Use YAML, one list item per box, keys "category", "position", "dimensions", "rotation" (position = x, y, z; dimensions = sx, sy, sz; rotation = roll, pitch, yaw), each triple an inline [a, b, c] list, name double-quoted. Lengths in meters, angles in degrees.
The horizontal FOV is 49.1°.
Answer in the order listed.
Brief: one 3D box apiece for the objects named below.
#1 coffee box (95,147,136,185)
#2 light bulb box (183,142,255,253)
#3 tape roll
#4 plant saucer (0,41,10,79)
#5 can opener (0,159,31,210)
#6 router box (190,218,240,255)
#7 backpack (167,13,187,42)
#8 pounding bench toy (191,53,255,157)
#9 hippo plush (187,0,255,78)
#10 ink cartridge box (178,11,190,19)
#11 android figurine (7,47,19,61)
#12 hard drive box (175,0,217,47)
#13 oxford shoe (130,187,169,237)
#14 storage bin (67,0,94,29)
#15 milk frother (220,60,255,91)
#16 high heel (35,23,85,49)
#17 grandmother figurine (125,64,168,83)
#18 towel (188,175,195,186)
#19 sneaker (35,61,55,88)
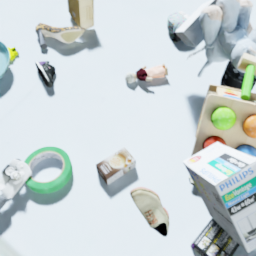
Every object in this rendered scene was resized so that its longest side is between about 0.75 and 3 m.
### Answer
- category: "coffee box"
  position: [-0.340, 1.070, 7.925]
  dimensions: [1.000, 0.399, 0.572]
  rotation: [-31, 59, -22]
- category: "light bulb box"
  position: [1.684, 1.042, 4.582]
  dimensions: [0.784, 1.256, 1.245]
  rotation: [-29, 13, -5]
- category: "tape roll"
  position: [-2.275, 1.167, 7.900]
  dimensions: [1.356, 0.326, 1.356]
  rotation: [0, 52, -1]
- category: "plant saucer"
  position: [-5.776, -2.245, 10.327]
  dimensions: [2.921, 0.400, 2.921]
  rotation: [-1, 58, 1]
- category: "can opener"
  position: [-3.426, 1.864, 7.217]
  dimensions: [0.636, 0.802, 2.415]
  rotation: [36, 62, -4]
- category: "router box"
  position: [2.199, 2.687, 6.754]
  dimensions: [0.858, 0.294, 1.151]
  rotation: [37, 61, 25]
- category: "backpack"
  position: [2.127, -4.262, 11.780]
  dimensions: [0.998, 0.757, 1.196]
  rotation: [-19, 53, -11]
- category: "pounding bench toy"
  position: [2.206, -0.380, 5.614]
  dimensions: [1.322, 2.128, 1.660]
  rotation: [15, 20, 12]
- category: "hippo plush"
  position: [2.832, -2.299, 7.316]
  dimensions: [2.251, 1.793, 1.810]
  rotation: [-44, 42, 5]
- category: "ink cartridge box"
  position: [2.409, -4.834, 12.488]
  dimensions: [0.558, 0.315, 0.762]
  rotation: [-31, 59, -21]
- category: "android figurine"
  position: [-4.907, -2.894, 11.080]
  dimensions: [1.043, 0.214, 0.950]
  rotation: [-24, 57, -20]
- category: "hard drive box"
  position: [2.247, -3.260, 8.797]
  dimensions: [0.639, 1.296, 1.663]
  rotation: [43, 15, -12]
- category: "oxford shoe"
  position: [0.376, 1.284, 4.278]
  dimensions: [0.364, 1.030, 0.380]
  rotation: [-31, 32, 16]
- category: "storage bin"
  position: [-2.062, -5.228, 12.109]
  dimensions: [0.664, 1.406, 1.416]
  rotation: [-22, 56, -22]
- category: "milk frother"
  position: [3.815, -1.306, 8.986]
  dimensions: [1.690, 1.590, 1.525]
  rotation: [13, 53, 9]
- category: "high heel"
  position: [-2.871, -4.160, 11.685]
  dimensions: [2.016, 0.720, 1.437]
  rotation: [-19, 61, -3]
- category: "grandmother figurine"
  position: [0.647, -1.943, 10.230]
  dimensions: [1.568, 0.475, 0.951]
  rotation: [-13, 33, -6]
- category: "towel"
  position: [2.549, 1.216, 7.960]
  dimensions: [1.481, 0.266, 1.538]
  rotation: [18, 53, 9]
- category: "sneaker"
  position: [-2.905, -2.047, 10.260]
  dimensions: [0.604, 0.523, 1.380]
  rotation: [-21, 55, -22]
